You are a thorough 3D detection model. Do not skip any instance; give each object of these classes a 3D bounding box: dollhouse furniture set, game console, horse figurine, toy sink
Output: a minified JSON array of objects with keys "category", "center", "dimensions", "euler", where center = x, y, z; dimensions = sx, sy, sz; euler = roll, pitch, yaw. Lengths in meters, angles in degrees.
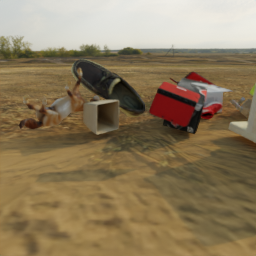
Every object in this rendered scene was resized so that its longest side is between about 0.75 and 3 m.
[{"category":"dollhouse furniture set","center":[3.788,-0.874,9.387],"dimensions":[1.025,0.501,0.874],"euler":[24,25,-43]},{"category":"game console","center":[1.027,-0.539,6.153],"dimensions":[0.886,0.526,0.763],"euler":[23,34,11]},{"category":"horse figurine","center":[-1.758,-0.568,7.175],"dimensions":[2.224,1.474,0.555],"euler":[-34,65,-19]},{"category":"game console","center":[2.926,-2.036,12.633],"dimensions":[1.609,1.386,0.955],"euler":[23,46,-28]},{"category":"toy sink","center":[3.877,-0.337,6.177],"dimensions":[1.832,1.574,2.810],"euler":[1,15,-14]}]

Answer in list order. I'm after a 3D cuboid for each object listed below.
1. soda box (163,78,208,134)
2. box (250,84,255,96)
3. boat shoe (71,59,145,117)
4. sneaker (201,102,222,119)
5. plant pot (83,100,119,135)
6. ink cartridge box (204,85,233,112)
[{"category":"soda box","center":[1.802,-0.770,8.410],"dimensions":[0.954,0.853,2.695],"euler":[15,25,12]},{"category":"box","center":[5.284,-1.109,9.808],"dimensions":[1.526,0.597,2.503],"euler":[42,34,22]},{"category":"boat shoe","center":[-0.474,-1.192,7.880],"dimensions":[2.421,0.886,0.785],"euler":[32,-11,-9]},{"category":"sneaker","center":[2.849,-0.531,9.571],"dimensions":[1.141,0.447,0.659],"euler":[-18,29,-15]},{"category":"plant pot","center":[-0.761,-0.351,7.375],"dimensions":[0.693,0.783,0.782],"euler":[18,24,40]},{"category":"ink cartridge box","center":[2.853,-1.158,10.856],"dimensions":[1.672,0.799,1.905],"euler":[-3,16,-6]}]
